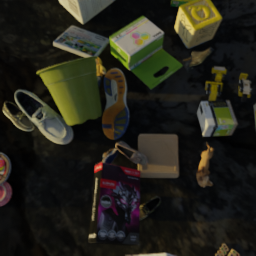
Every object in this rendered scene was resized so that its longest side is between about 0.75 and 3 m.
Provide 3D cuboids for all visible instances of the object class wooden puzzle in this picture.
[{"bbox_3d":[1.121,1.057,10.515,1.499,0.302,1.620,1,79,0],"label":"wooden puzzle"}]

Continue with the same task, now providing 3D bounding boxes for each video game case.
[{"bbox_3d":[-1.877,-3.510,11.505,1.795,0.197,1.636,22,47,5],"label":"video game case"}]

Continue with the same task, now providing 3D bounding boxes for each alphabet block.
[{"bbox_3d":[2.827,-4.312,11.527,1.307,1.331,1.300,-26,76,-8],"label":"alphabet block"}]

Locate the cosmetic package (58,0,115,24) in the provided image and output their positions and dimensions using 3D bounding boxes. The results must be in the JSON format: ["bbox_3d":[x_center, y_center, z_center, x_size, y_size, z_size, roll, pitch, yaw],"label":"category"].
[{"bbox_3d":[-1.793,-5.996,11.813,2.102,1.732,1.734,-42,77,-12],"label":"cosmetic package"}]

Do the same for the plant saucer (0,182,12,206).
[{"bbox_3d":[-4.721,2.368,10.124,0.942,0.239,0.942,0,74,0],"label":"plant saucer"}]

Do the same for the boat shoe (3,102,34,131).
[{"bbox_3d":[-4.223,-0.446,10.761,1.504,0.449,0.537,37,49,11],"label":"boat shoe"}]

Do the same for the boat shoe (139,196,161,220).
[{"bbox_3d":[0.690,2.832,9.931,1.140,0.343,0.406,-39,77,-11],"label":"boat shoe"}]

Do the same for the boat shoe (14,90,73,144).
[{"bbox_3d":[-3.250,-0.413,10.484,2.776,0.988,0.968,41,88,13],"label":"boat shoe"}]

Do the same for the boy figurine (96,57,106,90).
[{"bbox_3d":[-1.268,-2.237,11.298,0.883,0.457,1.420,0,74,25],"label":"boy figurine"}]

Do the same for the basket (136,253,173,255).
[{"bbox_3d":[0.817,4.526,8.532,1.452,1.439,1.168,-16,56,21],"label":"basket"}]

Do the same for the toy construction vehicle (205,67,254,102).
[{"bbox_3d":[3.872,-1.596,10.882,1.709,0.691,1.963,7,43,11],"label":"toy construction vehicle"}]

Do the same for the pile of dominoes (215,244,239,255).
[{"bbox_3d":[3.315,4.618,9.494,0.843,0.172,1.081,39,77,10],"label":"pile of dominoes"}]

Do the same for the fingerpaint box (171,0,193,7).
[{"bbox_3d":[2.521,-5.876,12.465,1.155,0.424,0.964,5,74,1],"label":"fingerpaint box"}]

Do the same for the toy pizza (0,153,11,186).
[{"bbox_3d":[-5.028,1.557,10.225,1.470,0.233,1.470,-3,64,6],"label":"toy pizza"}]

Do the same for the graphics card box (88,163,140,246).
[{"bbox_3d":[-0.407,2.521,9.293,1.583,0.642,2.523,18,62,-28],"label":"graphics card box"}]

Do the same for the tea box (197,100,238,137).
[{"bbox_3d":[3.244,-0.347,10.297,1.106,0.751,1.125,-3,55,-2],"label":"tea box"}]

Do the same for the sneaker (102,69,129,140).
[{"bbox_3d":[-0.410,-0.902,10.586,0.996,1.166,2.645,5,106,2],"label":"sneaker"}]

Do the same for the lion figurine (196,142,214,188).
[{"bbox_3d":[2.722,1.288,9.916,0.569,0.961,1.569,2,87,19],"label":"lion figurine"}]

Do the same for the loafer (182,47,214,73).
[{"bbox_3d":[2.610,-2.665,10.688,0.567,1.558,0.563,-36,91,-32],"label":"loafer"}]

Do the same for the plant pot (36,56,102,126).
[{"bbox_3d":[-1.872,-1.269,10.176,2.228,2.228,2.116,-17,100,-5],"label":"plant pot"}]

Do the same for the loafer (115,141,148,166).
[{"bbox_3d":[0.096,0.970,10.178,1.335,0.420,0.480,33,103,13],"label":"loafer"}]

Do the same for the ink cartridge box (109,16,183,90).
[{"bbox_3d":[0.746,-3.011,11.089,1.832,0.939,2.479,-37,67,-15],"label":"ink cartridge box"}]

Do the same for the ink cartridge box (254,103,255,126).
[{"bbox_3d":[6.088,0.196,10.639,2.305,0.548,2.332,3,76,0],"label":"ink cartridge box"}]

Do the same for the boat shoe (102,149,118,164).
[{"bbox_3d":[-0.723,1.081,10.261,0.365,1.009,0.364,3,112,27],"label":"boat shoe"}]
